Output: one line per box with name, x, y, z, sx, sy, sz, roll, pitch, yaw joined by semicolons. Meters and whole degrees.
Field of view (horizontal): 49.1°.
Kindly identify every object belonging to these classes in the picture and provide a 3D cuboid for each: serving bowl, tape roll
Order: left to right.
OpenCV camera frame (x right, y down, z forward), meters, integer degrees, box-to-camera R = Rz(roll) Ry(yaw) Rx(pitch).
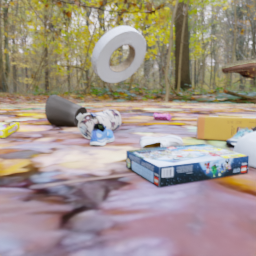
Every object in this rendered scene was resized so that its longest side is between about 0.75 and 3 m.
tape roll;-0.336;-2.887;11.247;2.386;2.386;0.436;-6;45;-41
serving bowl;4.260;0.500;7.612;2.648;0.871;2.648;1;7;0

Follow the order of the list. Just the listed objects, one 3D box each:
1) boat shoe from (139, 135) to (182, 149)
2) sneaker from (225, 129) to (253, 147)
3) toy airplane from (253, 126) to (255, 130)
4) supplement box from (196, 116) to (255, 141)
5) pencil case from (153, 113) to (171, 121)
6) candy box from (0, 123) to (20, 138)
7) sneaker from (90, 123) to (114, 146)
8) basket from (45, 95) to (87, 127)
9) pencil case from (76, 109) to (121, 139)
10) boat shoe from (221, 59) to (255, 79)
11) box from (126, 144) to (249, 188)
boat shoe;1.091;0.559;9.088;1.421;0.504;0.496;3;34;-7
sneaker;3.946;0.342;9.933;1.372;0.592;0.532;-5;9;-35
toy airplane;5.157;0.288;9.464;1.877;0.345;1.877;-2;28;1
supplement box;4.211;0.029;10.992;2.904;0.966;0.999;4;5;24
pencil case;2.292;-0.750;19.044;1.169;0.530;0.547;3;-27;36
candy box;-6.044;0.089;12.772;1.531;0.395;2.995;-4;8;-10
sneaker;-0.938;0.188;10.495;0.677;0.769;1.724;2;7;11
basket;-3.402;-0.800;15.647;2.031;1.832;1.381;16;33;28
pencil case;-1.191;-0.261;12.353;1.030;1.184;2.647;-34;-4;20
boat shoe;4.427;-2.121;10.128;2.090;0.706;0.752;-8;12;-4
box;1.364;0.813;6.708;2.407;0.454;1.644;-3;8;-23
